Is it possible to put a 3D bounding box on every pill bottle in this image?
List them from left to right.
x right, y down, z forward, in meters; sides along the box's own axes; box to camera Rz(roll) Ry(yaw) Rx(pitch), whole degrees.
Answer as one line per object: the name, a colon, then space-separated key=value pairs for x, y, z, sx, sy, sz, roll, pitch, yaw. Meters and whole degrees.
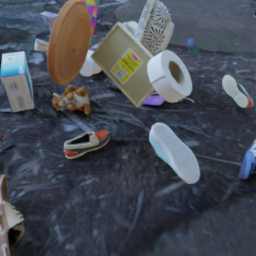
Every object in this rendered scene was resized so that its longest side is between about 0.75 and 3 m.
pill bottle: x=-1.528 y=-3.305 z=13.509 sx=1.152 sy=1.152 sz=1.988 roll=18 pitch=42 yaw=22

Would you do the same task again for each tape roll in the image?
tape roll: x=1.102 y=-1.344 z=7.355 sx=0.465 sy=1.329 sz=1.329 roll=-26 pitch=20 yaw=39

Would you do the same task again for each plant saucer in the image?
plant saucer: x=-1.569 y=-2.364 z=7.994 sx=0.386 sy=2.390 sz=2.390 roll=18 pitch=41 yaw=7

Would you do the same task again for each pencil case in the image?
pencil case: x=-1.665 y=-4.202 z=10.589 sx=0.938 sy=2.122 sz=0.938 roll=9 pitch=10 yaw=-2
pencil case: x=2.575 y=-3.263 z=11.305 sx=0.416 sy=0.383 sz=0.901 roll=32 pitch=4 yaw=24

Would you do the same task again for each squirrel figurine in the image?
squirrel figurine: x=-2.244 y=-1.109 z=11.056 sx=1.372 sy=1.040 sz=1.470 roll=-11 pitch=24 yaw=3

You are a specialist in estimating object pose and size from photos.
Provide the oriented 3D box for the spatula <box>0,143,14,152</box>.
spatula: x=-4.228 y=0.832 z=9.074 sx=0.358 sy=0.130 sz=1.268 roll=25 pitch=44 yaw=26

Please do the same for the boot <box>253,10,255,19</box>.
boot: x=3.830 y=-3.004 z=7.758 sx=1.189 sy=0.823 sz=0.461 roll=-23 pitch=67 yaw=-17

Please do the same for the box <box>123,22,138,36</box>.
box: x=0.469 y=-5.338 z=16.262 sx=0.807 sy=0.970 sz=2.360 roll=-15 pitch=39 yaw=-17

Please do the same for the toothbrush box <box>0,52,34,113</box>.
toothbrush box: x=-4.468 y=-1.905 z=11.369 sx=0.927 sy=1.591 sz=2.173 roll=-11 pitch=40 yaw=-13

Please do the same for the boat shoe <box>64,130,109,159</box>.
boat shoe: x=-1.333 y=0.430 z=9.260 sx=1.715 sy=0.537 sz=0.611 roll=-25 pitch=43 yaw=-30

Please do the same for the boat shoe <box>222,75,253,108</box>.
boat shoe: x=3.460 y=-1.151 z=8.860 sx=0.403 sy=0.458 sz=1.288 roll=-4 pitch=53 yaw=-34

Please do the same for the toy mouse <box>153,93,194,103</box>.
toy mouse: x=2.131 y=-1.541 z=11.901 sx=1.849 sy=0.358 sz=1.643 roll=-28 pitch=46 yaw=-31

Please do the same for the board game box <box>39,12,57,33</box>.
board game box: x=-2.957 y=-4.111 z=11.031 sx=0.290 sy=0.939 sz=0.938 roll=-40 pitch=35 yaw=-28

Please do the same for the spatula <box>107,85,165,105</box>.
spatula: x=0.281 y=-1.456 z=11.859 sx=2.814 sy=0.289 sz=0.795 roll=23 pitch=42 yaw=27

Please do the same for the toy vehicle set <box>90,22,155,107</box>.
toy vehicle set: x=0.017 y=-1.861 z=8.333 sx=2.169 sy=1.348 sz=0.288 roll=48 pitch=22 yaw=7

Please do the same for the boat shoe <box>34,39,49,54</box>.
boat shoe: x=-2.849 y=-2.852 z=10.190 sx=0.481 sy=0.427 sz=1.306 roll=29 pitch=15 yaw=35

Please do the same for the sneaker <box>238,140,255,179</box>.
sneaker: x=3.915 y=0.985 z=8.465 sx=0.740 sy=0.665 sz=1.799 roll=29 pitch=47 yaw=29

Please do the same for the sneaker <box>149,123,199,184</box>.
sneaker: x=0.859 y=0.521 z=5.354 sx=0.480 sy=0.532 sz=1.298 roll=-24 pitch=70 yaw=-21

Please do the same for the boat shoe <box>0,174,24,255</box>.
boat shoe: x=-2.923 y=2.357 z=6.473 sx=1.055 sy=1.113 sz=2.939 roll=-5 pitch=47 yaw=-12

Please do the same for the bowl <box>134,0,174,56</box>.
bowl: x=1.003 y=-3.689 z=10.822 sx=1.171 sy=2.495 sz=2.495 roll=18 pitch=37 yaw=-10
